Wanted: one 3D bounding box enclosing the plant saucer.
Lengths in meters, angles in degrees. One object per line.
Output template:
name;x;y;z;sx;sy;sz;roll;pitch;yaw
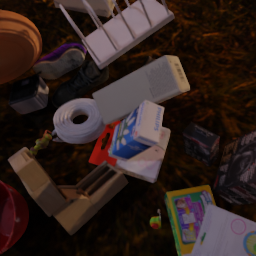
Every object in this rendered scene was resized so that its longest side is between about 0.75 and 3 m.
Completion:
plant saucer;-3.864;-2.066;8.004;2.925;2.925;0.472;-26;75;-14

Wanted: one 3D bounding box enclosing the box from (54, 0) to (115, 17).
box;-1.729;-5.155;11.048;2.307;0.789;0.948;14;62;8

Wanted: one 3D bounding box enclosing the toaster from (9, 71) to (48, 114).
toaster;-3.021;-1.073;8.667;1.093;0.648;0.988;-17;52;11

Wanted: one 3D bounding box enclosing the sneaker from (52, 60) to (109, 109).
sneaker;-1.496;-1.439;8.683;2.111;1.209;0.807;-34;84;-11

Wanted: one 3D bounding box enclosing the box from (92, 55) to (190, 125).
box;0.306;-0.966;7.531;2.448;0.837;1.006;-21;91;32

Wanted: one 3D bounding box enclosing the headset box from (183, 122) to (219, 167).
headset box;1.896;0.413;7.306;0.832;1.118;0.432;31;66;32

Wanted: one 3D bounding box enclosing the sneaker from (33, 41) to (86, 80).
sneaker;-2.189;-2.313;9.286;2.062;0.717;1.025;-12;46;26

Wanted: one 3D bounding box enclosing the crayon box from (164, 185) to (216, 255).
crayon box;1.684;2.461;6.905;1.138;0.558;1.916;-9;63;-5

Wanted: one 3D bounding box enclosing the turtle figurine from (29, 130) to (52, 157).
turtle figurine;-2.476;0.463;7.943;0.925;1.148;0.370;-43;101;0

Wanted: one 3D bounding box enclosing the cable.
cable;-1.429;-0.235;8.332;1.552;0.537;1.552;8;54;12

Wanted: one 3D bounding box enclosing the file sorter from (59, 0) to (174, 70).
file sorter;-0.362;-3.174;7.592;2.432;1.515;1.688;-34;47;3

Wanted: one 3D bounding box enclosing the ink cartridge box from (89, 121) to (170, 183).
ink cartridge box;0.056;0.524;8.079;1.997;0.570;1.623;18;63;5

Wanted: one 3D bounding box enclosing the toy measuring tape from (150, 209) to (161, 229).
toy measuring tape;0.672;2.265;6.943;0.292;0.794;0.292;-4;40;4

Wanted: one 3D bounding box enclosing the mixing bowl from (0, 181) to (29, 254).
mixing bowl;-3.036;2.107;6.558;1.817;0.984;1.817;-5;75;21

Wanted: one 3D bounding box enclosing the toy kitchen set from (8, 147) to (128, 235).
toy kitchen set;-1.617;0.999;7.101;1.953;2.164;1.766;-40;31;-19

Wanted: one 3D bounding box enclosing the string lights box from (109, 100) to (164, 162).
string lights box;0.171;0.146;7.042;0.542;1.839;0.945;21;63;-17

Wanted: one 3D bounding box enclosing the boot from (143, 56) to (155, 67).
boot;0.833;-1.720;9.211;0.984;1.130;0.391;26;22;-19

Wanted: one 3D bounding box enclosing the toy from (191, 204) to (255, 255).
toy;2.608;2.734;5.485;2.667;0.630;1.536;13;79;49

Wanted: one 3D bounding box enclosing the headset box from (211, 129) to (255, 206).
headset box;3.147;0.895;6.820;0.837;2.166;1.612;30;63;-7
